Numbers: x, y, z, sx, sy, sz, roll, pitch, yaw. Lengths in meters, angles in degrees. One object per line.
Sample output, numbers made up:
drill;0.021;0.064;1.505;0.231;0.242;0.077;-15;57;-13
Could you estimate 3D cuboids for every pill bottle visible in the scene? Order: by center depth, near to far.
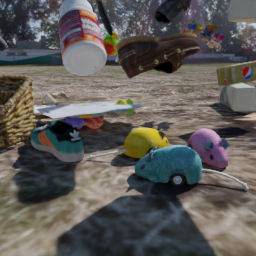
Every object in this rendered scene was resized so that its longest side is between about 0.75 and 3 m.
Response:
pill bottle;-1.604;-3.121;9.405;1.396;1.396;2.548;-4;59;-16

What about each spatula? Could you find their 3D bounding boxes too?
spatula;-0.726;-3.436;6.992;0.271;2.639;0.746;-25;52;-10

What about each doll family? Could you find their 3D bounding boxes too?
doll family;2.637;-3.388;9.890;1.600;0.721;0.993;19;-6;-3

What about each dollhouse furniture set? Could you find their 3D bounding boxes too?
dollhouse furniture set;-2.899;-1.062;11.220;0.504;0.590;1.139;43;24;5

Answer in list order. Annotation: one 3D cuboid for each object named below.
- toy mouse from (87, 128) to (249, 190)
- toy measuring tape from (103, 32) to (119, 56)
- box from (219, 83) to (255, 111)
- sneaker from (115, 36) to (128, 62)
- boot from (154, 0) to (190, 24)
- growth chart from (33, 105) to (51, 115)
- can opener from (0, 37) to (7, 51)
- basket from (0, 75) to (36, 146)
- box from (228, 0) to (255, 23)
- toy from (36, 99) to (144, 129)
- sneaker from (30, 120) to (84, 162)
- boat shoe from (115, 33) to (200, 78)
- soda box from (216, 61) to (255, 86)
toy mouse;1.090;0.428;5.255;2.911;0.563;2.587;-10;18;-32
toy measuring tape;-0.784;-2.738;10.171;0.683;0.683;1.858;-11;-20;-36
box;4.287;-1.293;11.111;0.756;0.909;2.211;0;14;4
sneaker;-0.176;-2.964;10.574;0.371;1.049;0.383;47;21;16
boot;1.544;-3.885;7.959;2.090;0.831;2.400;-42;18;16
growth chart;-3.201;-0.595;9.777;2.537;0.225;1.836;-4;15;-13
can opener;-3.299;-2.250;5.302;0.573;2.148;0.718;-45;49;-5
basket;-3.483;-0.480;6.781;2.077;1.548;1.483;7;16;22
box;2.655;-2.308;4.704;0.858;1.031;2.509;2;21;-6
toy;-1.041;-0.351;8.042;2.731;0.645;1.572;-13;17;-31
sneaker;-1.550;0.136;6.031;0.651;0.729;1.824;-14;20;-43
boat shoe;0.995;-2.017;8.007;2.996;1.054;1.055;-18;-8;-32
soda box;3.514;-1.665;8.360;1.732;0.554;0.586;-13;11;-22
